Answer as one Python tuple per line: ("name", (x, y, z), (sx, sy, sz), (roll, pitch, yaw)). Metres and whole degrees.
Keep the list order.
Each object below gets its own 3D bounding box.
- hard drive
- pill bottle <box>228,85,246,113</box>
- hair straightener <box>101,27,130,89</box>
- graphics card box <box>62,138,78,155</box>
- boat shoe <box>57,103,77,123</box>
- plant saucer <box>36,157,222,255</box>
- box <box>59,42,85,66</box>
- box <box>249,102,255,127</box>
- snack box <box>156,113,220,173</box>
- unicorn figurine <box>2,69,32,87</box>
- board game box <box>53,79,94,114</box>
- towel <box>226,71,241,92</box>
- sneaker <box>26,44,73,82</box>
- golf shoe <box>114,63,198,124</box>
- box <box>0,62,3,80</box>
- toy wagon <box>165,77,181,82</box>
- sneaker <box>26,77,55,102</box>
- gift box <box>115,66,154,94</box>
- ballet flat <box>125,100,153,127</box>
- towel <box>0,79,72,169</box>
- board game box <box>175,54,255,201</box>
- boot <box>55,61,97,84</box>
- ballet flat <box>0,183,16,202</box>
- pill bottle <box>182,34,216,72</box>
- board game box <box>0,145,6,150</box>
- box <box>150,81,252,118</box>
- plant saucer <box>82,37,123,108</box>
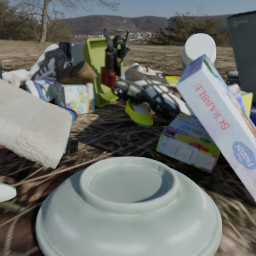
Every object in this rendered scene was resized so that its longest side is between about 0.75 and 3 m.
("hard drive", (3.588, -1.782, 7.293), (0.413, 2.511, 1.753), (-31, 25, -19))
("pill bottle", (2.260, -0.344, 6.195), (0.620, 1.106, 0.620), (-18, 3, 1))
("hair straightener", (-0.404, -2.112, 8.058), (0.568, 1.069, 2.778), (30, -14, 9))
("graphics card box", (-1.609, 0.298, 5.420), (1.161, 0.295, 0.729), (5, 0, 3))
("boat shoe", (-1.975, -0.451, 7.626), (1.414, 0.595, 0.485), (10, 25, 21))
("plant saucer", (0.007, 0.915, 3.730), (2.425, 0.609, 2.425), (0, 20, 0))
("box", (-2.502, -2.934, 12.723), (0.737, 1.868, 1.318), (-12, 23, -31))
("box", (3.744, -0.354, 7.684), (1.453, 0.389, 2.398), (-17, 24, -40))
("snack box", (1.312, 0.221, 5.596), (1.076, 0.401, 1.513), (23, 26, 17))
("unicorn figurine", (-3.838, -1.584, 9.225), (1.296, 0.697, 1.887), (-1, 35, 18))
("board game box", (-1.760, -1.053, 8.882), (0.856, 0.871, 1.662), (-11, 21, -23))
("towel", (5.301, -1.820, 10.799), (2.467, 1.056, 2.043), (-11, 21, -28))
("sneaker", (-3.107, -2.181, 11.196), (1.207, 2.120, 0.800), (37, 5, 5))
("golf shoe", (0.858, -0.898, 7.176), (2.384, 1.127, 0.927), (28, -14, 8))
("box", (-4.109, -1.311, 6.504), (1.541, 2.905, 1.776), (4, 19, 11))
("toy wagon", (1.976, -1.525, 10.777), (2.000, 0.510, 2.578), (-6, 20, -17))
("sneaker", (-2.647, -1.299, 9.610), (1.533, 0.843, 2.093), (-12, 17, -20))
("gift box", (0.212, -1.539, 9.668), (1.111, 1.098, 1.190), (6, 7, 42))
("ballet flat", (0.272, -0.488, 7.812), (0.519, 0.521, 1.554), (-1, 19, -18))
("towel", (-1.717, -0.195, 4.310), (1.679, 0.437, 2.533), (25, 8, -13))
("board game box", (1.677, -0.158, 4.676), (0.442, 2.149, 2.144), (-34, 8, 24))
("boot", (-1.548, -1.473, 8.173), (1.652, 0.608, 0.623), (2, -27, 47))
("ballet flat", (-2.056, 0.975, 4.114), (0.899, 0.312, 0.312), (3, 19, 21))
("pill bottle", (3.152, -3.139, 12.614), (1.455, 1.455, 2.557), (4, -6, 12))
("board game box", (-2.973, -0.085, 5.680), (0.937, 1.224, 0.247), (-19, -12, -36))
("box", (1.816, -0.627, 7.543), (2.695, 1.014, 0.675), (17, 24, 42))
("plant saucer", (-0.834, -1.919, 9.381), (0.499, 2.083, 2.080), (0, 18, 25))
